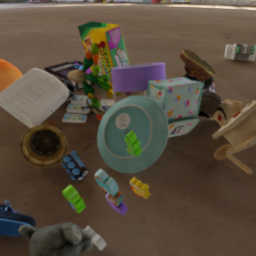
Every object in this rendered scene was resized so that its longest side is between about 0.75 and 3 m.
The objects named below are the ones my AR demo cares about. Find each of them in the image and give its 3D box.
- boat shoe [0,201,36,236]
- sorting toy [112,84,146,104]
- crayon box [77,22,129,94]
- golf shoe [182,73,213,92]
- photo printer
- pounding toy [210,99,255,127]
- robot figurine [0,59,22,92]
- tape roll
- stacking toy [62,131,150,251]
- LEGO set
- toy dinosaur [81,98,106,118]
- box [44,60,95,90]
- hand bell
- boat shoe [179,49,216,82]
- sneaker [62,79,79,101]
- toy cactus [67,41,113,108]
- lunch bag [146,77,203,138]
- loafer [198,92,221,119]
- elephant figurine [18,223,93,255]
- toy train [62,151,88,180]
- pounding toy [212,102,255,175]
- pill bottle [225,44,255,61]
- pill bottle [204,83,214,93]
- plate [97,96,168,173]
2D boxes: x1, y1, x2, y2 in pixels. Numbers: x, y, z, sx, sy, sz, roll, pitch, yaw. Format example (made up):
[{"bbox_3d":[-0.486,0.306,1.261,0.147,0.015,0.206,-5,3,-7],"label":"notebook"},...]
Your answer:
[{"bbox_3d":[-2.827,1.884,6.083,1.757,0.739,0.603,6,38,6],"label":"boat shoe"},{"bbox_3d":[-0.048,-1.156,11.124,1.330,1.197,0.711,10,-13,-5],"label":"sorting toy"},{"bbox_3d":[-0.949,-2.983,12.190,0.846,2.903,2.505,-29,35,-21],"label":"crayon box"},{"bbox_3d":[2.413,-1.492,10.938,1.152,0.948,2.438,12,-18,-37],"label":"golf shoe"},{"bbox_3d":[-3.339,-1.162,10.147,1.758,0.734,2.113,34,57,6],"label":"photo printer"},{"bbox_3d":[3.795,-0.358,9.781,1.183,1.179,2.062,-4,12,-8],"label":"pounding toy"},{"bbox_3d":[-5.559,-2.129,12.184,1.582,1.952,2.713,-38,39,-21],"label":"robot figurine"},{"bbox_3d":[0.375,-1.808,9.927,1.891,0.803,1.891,-5,15,1],"label":"tape roll"},{"bbox_3d":[-0.343,1.252,5.486,0.510,2.170,1.636,28,58,33],"label":"stacking toy"},{"bbox_3d":[-1.031,-0.869,11.032,2.745,0.674,2.051,4,33,1],"label":"LEGO set"},{"bbox_3d":[-1.434,-0.703,10.838,0.623,0.336,1.414,-26,47,-34],"label":"toy dinosaur"},{"bbox_3d":[-2.688,-2.840,14.601,2.934,0.530,2.098,24,37,37],"label":"box"},{"bbox_3d":[-2.556,0.173,9.039,1.302,1.302,2.500,-4,18,-8],"label":"hand bell"},{"bbox_3d":[1.934,-1.715,8.062,1.691,0.571,0.609,14,40,-50],"label":"boat shoe"},{"bbox_3d":[-2.963,-1.377,11.237,1.253,0.831,2.202,-21,7,43],"label":"sneaker"},{"bbox_3d":[-1.518,-2.132,11.356,2.131,2.583,1.321,10,25,35],"label":"toy cactus"},{"bbox_3d":[1.426,-0.540,8.997,1.653,1.941,1.183,-11,26,-33],"label":"lunch bag"},{"bbox_3d":[2.000,-0.731,10.115,2.586,0.944,0.918,-2,59,45],"label":"loafer"},{"bbox_3d":[-1.214,2.556,4.690,1.312,1.197,1.691,-20,40,23],"label":"elephant figurine"},{"bbox_3d":[-1.461,1.048,7.714,0.492,0.373,0.861,-22,59,-39],"label":"toy train"},{"bbox_3d":[3.282,0.235,7.438,1.430,2.501,1.434,-37,80,-12],"label":"pounding toy"},{"bbox_3d":[6.953,-4.690,17.399,1.710,0.967,0.967,7,30,14],"label":"pill bottle"},{"bbox_3d":[3.288,-1.427,11.370,0.418,0.750,0.418,3,-14,1],"label":"pill bottle"},{"bbox_3d":[0.018,0.127,7.973,2.301,2.301,0.294,21,-3,32],"label":"plate"}]
